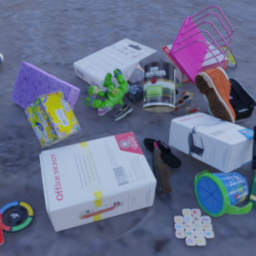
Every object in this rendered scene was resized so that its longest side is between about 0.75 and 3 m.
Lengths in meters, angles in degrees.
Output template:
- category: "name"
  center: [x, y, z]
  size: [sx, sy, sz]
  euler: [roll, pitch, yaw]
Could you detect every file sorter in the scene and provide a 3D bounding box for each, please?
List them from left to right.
- category: "file sorter"
  center: [3.028, -3.371, 11.147]
  size: [1.534, 1.700, 2.446]
  euler: [-14, 41, 48]

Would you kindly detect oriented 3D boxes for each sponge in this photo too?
- category: "sponge"
  center: [-3.183, -1.230, 10.429]
  size: [2.898, 1.617, 0.432]
  euler: [29, 14, 28]

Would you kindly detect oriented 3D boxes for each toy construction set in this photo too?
- category: "toy construction set"
  center: [2.309, -1.021, 10.745]
  size: [0.900, 0.977, 1.171]
  euler: [-19, 56, -32]

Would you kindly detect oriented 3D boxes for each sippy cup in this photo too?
- category: "sippy cup"
  center: [2.595, 1.698, 7.609]
  size: [1.090, 1.168, 1.487]
  euler: [-10, 63, -25]

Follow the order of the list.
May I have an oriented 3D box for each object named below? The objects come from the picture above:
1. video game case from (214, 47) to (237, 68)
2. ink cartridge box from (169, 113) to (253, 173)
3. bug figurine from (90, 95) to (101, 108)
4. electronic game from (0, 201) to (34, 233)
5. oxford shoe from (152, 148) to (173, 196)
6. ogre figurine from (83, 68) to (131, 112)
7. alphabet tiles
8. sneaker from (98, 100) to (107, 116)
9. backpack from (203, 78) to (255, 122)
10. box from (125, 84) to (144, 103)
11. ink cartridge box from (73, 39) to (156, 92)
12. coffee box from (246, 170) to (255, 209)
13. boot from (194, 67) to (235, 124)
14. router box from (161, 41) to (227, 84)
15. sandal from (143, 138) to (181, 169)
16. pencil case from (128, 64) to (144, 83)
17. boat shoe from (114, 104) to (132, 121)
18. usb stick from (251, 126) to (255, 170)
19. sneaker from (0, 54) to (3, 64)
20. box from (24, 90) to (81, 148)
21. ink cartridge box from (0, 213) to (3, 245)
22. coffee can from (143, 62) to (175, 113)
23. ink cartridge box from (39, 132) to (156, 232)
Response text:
- category: "video game case"
  center: [4.368, -3.557, 13.947]
  size: [1.621, 0.229, 1.794]
  euler: [0, 43, 2]
- category: "ink cartridge box"
  center: [2.564, 0.357, 8.545]
  size: [1.573, 0.908, 2.168]
  euler: [-13, 27, -37]
- category: "bug figurine"
  center: [-1.295, -1.045, 11.215]
  size: [0.775, 0.199, 0.601]
  euler: [29, 52, 26]
- category: "electronic game"
  center: [-2.972, 2.328, 7.365]
  size: [0.945, 0.197, 0.945]
  euler: [8, 37, -6]
- category: "oxford shoe"
  center: [1.002, 1.225, 8.101]
  size: [0.580, 0.499, 1.374]
  euler: [-10, 70, 3]
- category: "ogre figurine"
  center: [-0.673, -1.355, 10.481]
  size: [1.119, 0.916, 1.867]
  euler: [36, 55, 25]
- category: "alphabet tiles"
  center: [1.685, 2.542, 7.211]
  size: [0.952, 0.071, 0.973]
  euler: [0, 45, 2]
- category: "sneaker"
  center: [-0.858, -0.922, 10.847]
  size: [0.334, 0.525, 0.920]
  euler: [17, 44, 20]
- category: "backpack"
  center: [3.616, -0.984, 10.268]
  size: [1.507, 1.278, 1.698]
  euler: [-15, 61, -12]
- category: "box"
  center: [0.277, -1.414, 11.368]
  size: [0.575, 0.415, 0.775]
  euler: [-19, 35, -20]
- category: "ink cartridge box"
  center: [-0.560, -2.835, 12.410]
  size: [2.989, 0.749, 2.406]
  euler: [-31, 44, -22]
- category: "coffee box"
  center: [4.112, 1.693, 8.060]
  size: [1.048, 0.375, 1.705]
  euler: [20, 46, 21]
- category: "boot"
  center: [3.097, -1.060, 9.165]
  size: [1.054, 0.737, 1.965]
  euler: [-27, 88, -23]
- category: "router box"
  center: [2.994, -3.239, 13.110]
  size: [2.208, 0.601, 2.460]
  euler: [-17, 44, -7]
- category: "sandal"
  center: [1.110, 0.698, 8.968]
  size: [0.590, 0.354, 1.571]
  euler: [-19, 40, -33]
- category: "pencil case"
  center: [0.175, -2.785, 12.718]
  size: [0.807, 0.740, 1.780]
  euler: [-24, 43, 4]
- category: "boat shoe"
  center: [-0.234, -0.592, 10.472]
  size: [0.376, 0.317, 1.054]
  euler: [-22, 12, 39]
- category: "usb stick"
  center: [3.508, 0.523, 7.540]
  size: [0.202, 0.343, 1.238]
  euler: [13, 79, -28]
- category: "sneaker"
  center: [-7.034, -2.796, 12.596]
  size: [2.455, 0.934, 1.774]
  euler: [-9, 40, -12]
- category: "box"
  center: [-2.256, -0.238, 8.267]
  size: [0.789, 1.246, 1.294]
  euler: [-27, 92, -42]
- category: "ink cartridge box"
  center: [-4.045, 1.603, 6.669]
  size: [1.580, 0.915, 2.720]
  euler: [-14, 59, -20]
- category: "coffee can"
  center: [1.138, -1.458, 10.229]
  size: [1.161, 1.161, 1.586]
  euler: [2, 80, 2]
- category: "ink cartridge box"
  center: [-0.882, 1.402, 7.777]
  size: [2.744, 1.145, 1.992]
  euler: [-11, 45, -14]
